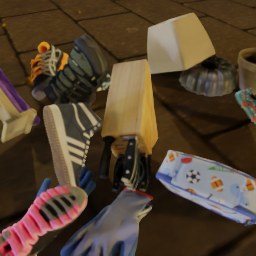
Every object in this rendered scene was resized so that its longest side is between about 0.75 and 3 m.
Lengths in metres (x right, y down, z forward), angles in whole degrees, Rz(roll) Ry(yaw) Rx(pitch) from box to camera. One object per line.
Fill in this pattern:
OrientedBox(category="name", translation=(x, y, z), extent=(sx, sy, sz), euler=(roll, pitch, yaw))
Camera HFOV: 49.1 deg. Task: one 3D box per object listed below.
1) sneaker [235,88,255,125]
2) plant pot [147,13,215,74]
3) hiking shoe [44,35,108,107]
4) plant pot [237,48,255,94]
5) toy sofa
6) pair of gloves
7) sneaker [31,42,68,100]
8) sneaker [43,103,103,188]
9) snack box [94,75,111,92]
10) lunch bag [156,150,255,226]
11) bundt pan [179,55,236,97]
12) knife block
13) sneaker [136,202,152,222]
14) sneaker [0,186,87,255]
OrientedBox(category="sneaker", translation=(3.686, -0.600, 8.065), extent=(1.294, 0.618, 0.513), euler=(48, 40, -6))
OrientedBox(category="plant pot", translation=(1.774, -3.151, 10.327), extent=(1.857, 1.646, 1.859), euler=(-32, 22, -31))
OrientedBox(category="hiking shoe", translation=(-1.516, -1.213, 7.735), extent=(1.480, 2.941, 1.114), euler=(-34, 74, -30))
OrientedBox(category="plant pot", translation=(4.417, -1.900, 9.671), extent=(1.416, 1.229, 1.416), euler=(-1, 41, 0))
OrientedBox(category="toy sofa", translation=(-3.608, -1.067, 7.884), extent=(1.311, 1.112, 2.686), euler=(-32, 79, -40))
OrientedBox(category="pair of gloves", translation=(-0.968, 1.862, 5.756), extent=(2.807, 0.320, 2.256), euler=(15, 49, 29))
OrientedBox(category="sneaker", translation=(-2.822, -1.935, 9.420), extent=(1.037, 1.023, 2.650), euler=(-33, 35, 27))
OrientedBox(category="sneaker", translation=(-1.041, 0.420, 5.971), extent=(1.082, 1.995, 0.699), euler=(-16, 9, -34))
OrientedBox(category="snack box", translation=(-1.269, -1.609, 10.005), extent=(1.359, 0.252, 0.789), euler=(-13, 44, -18))
OrientedBox(category="lunch bag", translation=(1.686, 1.252, 5.700), extent=(2.127, 1.705, 0.804), euler=(23, 76, 22))
OrientedBox(category="bundt pan", translation=(2.928, -2.031, 10.184), extent=(2.090, 0.784, 2.090), euler=(-1, 41, 0))
OrientedBox(category="knife block", translation=(-0.033, -0.074, 6.458), extent=(0.926, 2.895, 2.542), euler=(-5, 11, 16))
OrientedBox(category="sneaker", translation=(0.061, 1.872, 5.840), extent=(1.042, 0.444, 0.401), euler=(-23, 33, -24))
OrientedBox(category="sneaker", translation=(-1.496, 1.781, 5.084), extent=(1.886, 0.899, 0.745), euler=(-37, 62, -6))
